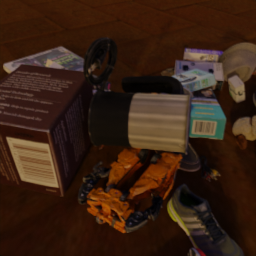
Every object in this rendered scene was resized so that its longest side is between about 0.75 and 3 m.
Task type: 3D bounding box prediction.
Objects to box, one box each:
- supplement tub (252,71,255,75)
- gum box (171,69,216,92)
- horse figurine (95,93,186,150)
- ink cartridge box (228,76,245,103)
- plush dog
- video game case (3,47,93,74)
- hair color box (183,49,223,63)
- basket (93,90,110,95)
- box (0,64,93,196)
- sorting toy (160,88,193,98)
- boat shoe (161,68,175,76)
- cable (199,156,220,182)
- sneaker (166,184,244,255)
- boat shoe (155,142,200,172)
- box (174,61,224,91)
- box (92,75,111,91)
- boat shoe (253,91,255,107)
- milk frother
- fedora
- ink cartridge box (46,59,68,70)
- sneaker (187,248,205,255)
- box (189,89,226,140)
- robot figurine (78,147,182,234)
[{"bbox_3d":[4.916,-2.727,11.770,1.646,0.880,0.880,11,40,13],"label":"supplement tub"},{"bbox_3d":[1.925,-1.554,9.590,1.601,0.357,1.360,-18,23,-6],"label":"gum box"},{"bbox_3d":[0.317,-0.504,8.353,2.784,0.695,1.845,-22,21,20],"label":"horse figurine"},{"bbox_3d":[3.887,-1.384,10.042,0.332,0.800,0.587,-23,46,6],"label":"ink cartridge box"},{"bbox_3d":[3.755,0.016,8.303,1.266,1.182,1.474,-8,32,29],"label":"plush dog"},{"bbox_3d":[-3.420,-2.612,12.053,2.926,0.342,2.660,-29,47,-31],"label":"video game case"},{"bbox_3d":[3.138,-2.829,11.896,1.571,0.859,0.509,8,37,10],"label":"hair color box"},{"bbox_3d":[-0.969,-0.757,9.192,0.842,0.834,0.677,0,68,-2],"label":"basket"},{"bbox_3d":[-2.300,-0.047,7.323,2.157,2.179,2.626,8,39,11],"label":"box"},{"bbox_3d":[1.319,-0.973,8.326,0.914,0.823,0.488,-41,25,-8],"label":"sorting toy"},{"bbox_3d":[1.917,-2.399,11.775,1.110,0.349,0.405,-8,40,-11],"label":"boat shoe"},{"bbox_3d":[2.092,1.119,7.550,0.431,0.223,0.887,-31,26,5],"label":"cable"},{"bbox_3d":[1.551,2.006,5.852,0.736,0.807,1.993,-24,44,-27],"label":"sneaker"},{"bbox_3d":[1.055,0.268,8.099,0.863,0.736,2.582,-24,44,-27],"label":"boat shoe"},{"bbox_3d":[2.752,-2.073,11.027,1.832,0.551,1.068,6,53,6],"label":"box"},{"bbox_3d":[-1.152,-1.539,10.383,0.899,0.549,0.477,29,31,28],"label":"box"},{"bbox_3d":[4.990,-0.682,9.185,0.981,0.868,2.679,-4,38,-4],"label":"boat shoe"},{"bbox_3d":[0.289,-0.707,6.613,2.361,2.510,2.265,4,71,13],"label":"milk frother"},{"bbox_3d":[4.289,-2.323,10.799,1.601,1.811,0.818,24,63,-16],"label":"fedora"},{"bbox_3d":[-2.651,-1.973,10.608,1.241,0.714,0.421,27,43,-3],"label":"ink cartridge box"},{"bbox_3d":[1.692,2.946,4.941,0.756,0.685,1.780,-7,44,-30],"label":"sneaker"},{"bbox_3d":[2.226,-0.551,8.748,1.093,0.653,2.656,4,26,5],"label":"box"},{"bbox_3d":[0.123,1.339,6.717,1.959,0.786,2.702,23,43,26],"label":"robot figurine"}]
